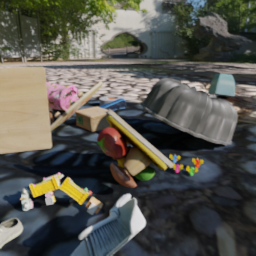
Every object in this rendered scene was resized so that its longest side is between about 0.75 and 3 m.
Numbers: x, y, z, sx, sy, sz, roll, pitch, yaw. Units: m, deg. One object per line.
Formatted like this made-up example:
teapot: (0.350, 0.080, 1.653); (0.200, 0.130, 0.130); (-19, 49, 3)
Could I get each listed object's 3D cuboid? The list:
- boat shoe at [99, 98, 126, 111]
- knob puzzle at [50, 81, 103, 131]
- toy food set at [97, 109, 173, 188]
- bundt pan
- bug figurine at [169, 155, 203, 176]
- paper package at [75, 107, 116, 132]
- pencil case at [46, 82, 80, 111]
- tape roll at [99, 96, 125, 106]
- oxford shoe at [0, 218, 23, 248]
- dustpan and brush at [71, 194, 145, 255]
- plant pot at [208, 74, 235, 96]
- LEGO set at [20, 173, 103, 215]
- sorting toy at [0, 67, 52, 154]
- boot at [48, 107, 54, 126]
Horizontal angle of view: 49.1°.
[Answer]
boat shoe: (-0.749, -0.727, 11.373); (1.431, 0.491, 0.602); (-19, 21, 5)
knob puzzle: (-1.806, -0.937, 9.965); (2.538, 0.352, 2.538); (-41, 6, 6)
toy food set: (-0.080, 0.569, 5.647); (1.566, 0.869, 2.661); (42, -4, 5)
bundt pan: (1.943, -0.644, 8.492); (2.990, 1.122, 2.990); (20, 15, -6)
bug figurine: (1.339, 0.874, 6.590); (0.790, 0.203, 0.613); (10, 34, 14)
paper package: (-1.201, -0.335, 10.138); (1.071, 0.582, 1.124); (-14, 22, -38)
pencil case: (-3.432, -1.525, 13.081); (2.769, 1.146, 1.198); (14, 27, 41)
tape roll: (-0.761, -1.241, 13.400); (1.205, 0.398, 1.205); (-1, 17, 0)
oxford shoe: (-1.964, 1.636, 4.153); (0.341, 0.262, 0.908); (12, 22, 25)
dustpan and brush: (-0.221, 1.339, 3.880); (0.576, 1.404, 2.012); (50, 16, 16)
plant pot: (5.181, -2.369, 15.408); (1.131, 1.152, 1.128); (7, 5, -5)
LEGO set: (-1.171, 1.151, 5.128); (1.477, 0.679, 0.550); (2, 4, 1)
sorting toy: (-3.415, -0.491, 7.801); (2.287, 2.273, 0.796); (-5, 11, -17)
boot: (-3.280, -0.336, 10.438); (0.952, 0.457, 1.302); (-17, 37, -5)
